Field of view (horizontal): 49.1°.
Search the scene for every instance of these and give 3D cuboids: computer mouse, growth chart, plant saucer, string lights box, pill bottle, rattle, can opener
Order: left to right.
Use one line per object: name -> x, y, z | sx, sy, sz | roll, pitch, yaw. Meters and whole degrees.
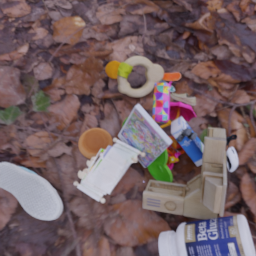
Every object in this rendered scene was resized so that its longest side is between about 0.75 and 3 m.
plant saucer -> -1.227, 0.553, 10.481 | 1.290, 0.241, 1.290 | 0, 62, 0
growth chart -> -0.702, 1.339, 9.306 | 1.642, 0.201, 2.269 | 32, 76, 38
rattle -> 0.601, -2.149, 11.807 | 2.614, 1.867, 1.702 | -10, 94, -22
can opener -> 1.620, 0.264, 7.840 | 0.349, 1.308, 0.437 | 37, 92, 5
string lights box -> 2.083, 0.454, 9.482 | 1.565, 0.461, 0.804 | 50, 25, -16
pill bottle -> 1.998, 3.050, 7.263 | 2.260, 1.255, 1.255 | -17, 60, 21
computer mouse -> 3.358, 0.846, 9.005 | 0.658, 0.263, 1.199 | -18, 100, -38

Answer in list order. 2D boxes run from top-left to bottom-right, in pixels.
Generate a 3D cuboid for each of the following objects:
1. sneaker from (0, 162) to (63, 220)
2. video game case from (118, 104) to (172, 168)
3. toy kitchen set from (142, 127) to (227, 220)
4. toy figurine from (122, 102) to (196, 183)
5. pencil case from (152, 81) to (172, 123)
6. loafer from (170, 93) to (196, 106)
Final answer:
sneaker -> -2.968, 1.943, 8.951 | 2.869, 1.175, 1.060 | 29, 87, 27
video game case -> 0.444, 0.345, 8.947 | 0.190, 2.110, 1.511 | -35, 78, -29
toy kitchen set -> 1.530, 1.436, 7.898 | 2.282, 2.530, 2.064 | 6, 20, 15
toy figurine -> 1.524, 0.218, 9.937 | 2.476, 2.019, 2.690 | -35, 100, -29
pencil case -> 1.088, -0.834, 9.065 | 0.598, 0.598, 1.354 | 4, 90, 2
loafer -> 2.052, -1.126, 10.329 | 1.011, 0.345, 0.382 | 23, 21, 19
